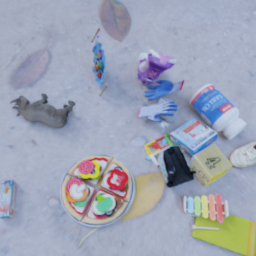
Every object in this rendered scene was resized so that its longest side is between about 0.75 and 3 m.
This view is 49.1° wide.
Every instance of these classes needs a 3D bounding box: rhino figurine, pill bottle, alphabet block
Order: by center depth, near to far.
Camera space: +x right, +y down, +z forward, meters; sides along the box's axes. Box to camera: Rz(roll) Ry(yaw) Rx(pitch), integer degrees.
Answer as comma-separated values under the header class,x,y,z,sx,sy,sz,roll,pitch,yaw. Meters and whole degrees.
class,x,y,z,sx,sy,sz,roll,pitch,yaw
alphabet block,2.964,1.376,10.250,1.009,1.004,1.027,-28,66,-15
pill bottle,3.613,-0.626,11.213,1.220,1.220,2.175,-33,67,-17
rhino figurine,-3.649,-0.759,11.536,2.813,0.841,1.230,14,63,10

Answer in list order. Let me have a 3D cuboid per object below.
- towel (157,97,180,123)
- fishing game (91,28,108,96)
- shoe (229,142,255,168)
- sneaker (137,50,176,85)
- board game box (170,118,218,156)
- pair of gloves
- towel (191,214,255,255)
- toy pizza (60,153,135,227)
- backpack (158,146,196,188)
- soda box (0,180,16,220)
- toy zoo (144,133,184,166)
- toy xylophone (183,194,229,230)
class,x,y,z,sx,sy,sz,roll,pitch,yaw
towel,1.546,-0.752,11.545,0.910,0.753,0.389,32,22,15
fishing game,-1.343,-2.739,11.966,0.409,1.884,2.631,-6,86,-21
shoe,4.986,0.831,10.710,2.407,0.642,0.841,-21,62,-7
sneaker,1.029,-2.406,11.565,1.167,2.902,1.283,21,94,-13
board game box,2.518,0.333,10.806,1.293,0.361,1.266,-32,44,-19
pair of gloves,1.276,-1.132,11.262,1.839,0.261,2.288,-6,51,39
towel,3.663,3.602,9.486,2.857,0.258,1.229,16,57,10
toy pizza,-1.123,2.138,10.146,2.746,0.435,2.746,0,61,0
backpack,1.650,1.391,10.248,1.179,0.894,1.413,-15,78,-20
soda box,-4.277,2.546,9.916,0.417,0.448,1.311,-6,61,-3
toy zoo,1.323,0.875,11.011,1.489,0.152,0.977,-24,64,-13
toy xylophone,2.648,2.869,9.577,1.566,0.393,1.147,-2,57,-1
